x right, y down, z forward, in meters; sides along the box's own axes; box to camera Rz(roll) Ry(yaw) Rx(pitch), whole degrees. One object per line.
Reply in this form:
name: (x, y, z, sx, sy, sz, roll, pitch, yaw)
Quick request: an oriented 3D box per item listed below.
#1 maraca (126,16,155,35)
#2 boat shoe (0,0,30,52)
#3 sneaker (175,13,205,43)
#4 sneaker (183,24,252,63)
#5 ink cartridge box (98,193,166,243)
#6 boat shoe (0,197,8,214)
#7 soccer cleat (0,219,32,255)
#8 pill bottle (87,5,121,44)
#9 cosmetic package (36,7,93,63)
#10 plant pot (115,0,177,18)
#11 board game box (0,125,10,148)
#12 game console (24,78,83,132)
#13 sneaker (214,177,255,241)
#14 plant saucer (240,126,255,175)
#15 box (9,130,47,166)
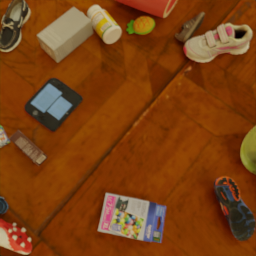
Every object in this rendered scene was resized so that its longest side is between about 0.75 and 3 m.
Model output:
maraca: (0.506, -4.239, 11.653, 1.227, 0.656, 0.841, 1, 66, 22)
boat shoe: (-4.789, -4.316, 11.594, 0.916, 0.748, 2.479, 16, 70, 6)
sneaker: (2.584, -4.283, 11.678, 0.636, 0.593, 1.683, 31, 71, 16)
sneaker: (3.560, -3.477, 11.020, 2.799, 1.235, 1.139, -15, 70, -5)
ink cartridge box: (0.153, 2.931, 9.098, 2.062, 0.433, 1.231, 11, 70, 2)
boat shoe: (-4.801, 2.348, 9.204, 1.702, 0.584, 0.716, 23, 71, 8)
soccer cleat: (-4.006, 3.389, 8.799, 2.158, 0.741, 0.919, 33, 97, 3)
pill bottle: (-1.029, -4.281, 11.525, 0.871, 0.871, 1.544, -33, 73, -11)
cosmetic package: (-2.513, -3.789, 11.348, 2.044, 0.922, 1.092, -42, 75, -17)
plant pot: (0.907, -5.953, 11.270, 2.488, 2.812, 2.812, 31, 72, 3)
board game box: (-4.915, 0.482, 10.112, 1.069, 0.184, 0.723, -32, 73, -11)
game console: (-2.840, -0.922, 10.593, 1.570, 0.275, 1.775, 35, 74, 12)
sneaker: (3.389, 2.559, 9.035, 0.825, 0.859, 2.191, -19, 88, 0)
plant saucer: (4.910, 0.599, 9.273, 2.393, 2.393, 0.372, 5, 28, 2)
box: (-3.479, 0.707, 9.788, 1.274, 0.638, 0.477, 41, 74, 14)
